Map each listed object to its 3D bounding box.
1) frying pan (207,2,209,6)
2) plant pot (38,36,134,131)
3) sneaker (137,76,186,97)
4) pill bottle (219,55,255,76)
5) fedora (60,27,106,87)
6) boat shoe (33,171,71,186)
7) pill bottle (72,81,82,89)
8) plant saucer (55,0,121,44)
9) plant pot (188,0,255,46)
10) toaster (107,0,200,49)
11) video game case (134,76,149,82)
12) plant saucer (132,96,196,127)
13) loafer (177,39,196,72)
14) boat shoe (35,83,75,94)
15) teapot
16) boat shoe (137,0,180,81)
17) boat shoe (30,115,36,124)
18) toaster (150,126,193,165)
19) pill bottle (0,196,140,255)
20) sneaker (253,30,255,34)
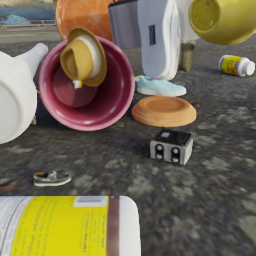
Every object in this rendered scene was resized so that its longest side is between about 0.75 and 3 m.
[{"bbox_3d":[2.834,-3.436,8.300,1.029,1.702,0.277,-10,27,39],"label":"frying pan"},{"bbox_3d":[-1.505,-1.387,9.002,2.742,2.742,2.454,-10,11,-20],"label":"plant pot"},{"bbox_3d":[1.388,-1.808,11.696,2.064,0.846,0.763,6,26,13],"label":"sneaker"},{"bbox_3d":[5.763,-3.298,14.868,0.928,0.928,1.698,-16,28,-31],"label":"pill bottle"},{"bbox_3d":[-1.135,-1.549,6.456,1.454,1.454,0.593,19,41,36],"label":"fedora"},{"bbox_3d":[-1.642,1.077,6.065,0.785,0.265,0.282,-2,23,-7],"label":"boat shoe"},{"bbox_3d":[-2.077,-2.396,12.708,1.972,1.077,1.077,-17,30,-33],"label":"pill bottle"},{"bbox_3d":[-1.294,-4.170,10.701,2.952,2.952,0.476,-10,22,-21],"label":"plant saucer"},{"bbox_3d":[1.757,-2.261,5.501,0.992,1.397,1.397,-26,35,-38],"label":"plant pot"},{"bbox_3d":[0.847,-3.467,8.944,2.376,1.559,2.628,8,24,42],"label":"toaster"},{"bbox_3d":[0.724,-2.405,13.916,0.900,0.103,0.819,18,30,32],"label":"video game case"},{"bbox_3d":[1.233,-0.659,9.700,2.227,0.417,2.227,1,24,0],"label":"plant saucer"},{"bbox_3d":[1.321,-1.971,7.445,0.799,0.901,2.370,14,14,8],"label":"loafer"},{"bbox_3d":[-3.026,-1.689,11.645,2.080,0.703,0.747,12,28,28],"label":"boat shoe"},{"bbox_3d":[-3.786,-1.009,7.694,2.780,2.744,2.030,8,34,-9],"label":"teapot"},{"bbox_3d":[0.653,-1.986,5.539,0.775,2.106,0.688,7,6,37],"label":"boat shoe"},{"bbox_3d":[-3.274,-0.382,9.174,0.317,0.352,0.978,-9,31,-31],"label":"boat shoe"},{"bbox_3d":[1.108,0.439,7.063,0.898,0.589,0.993,10,26,22],"label":"toaster"},{"bbox_3d":[-1.298,1.610,3.304,2.844,1.554,1.554,-1,24,-1],"label":"pill bottle"},{"bbox_3d":[2.964,-2.858,6.924,2.134,1.061,0.742,-13,8,33],"label":"sneaker"}]
